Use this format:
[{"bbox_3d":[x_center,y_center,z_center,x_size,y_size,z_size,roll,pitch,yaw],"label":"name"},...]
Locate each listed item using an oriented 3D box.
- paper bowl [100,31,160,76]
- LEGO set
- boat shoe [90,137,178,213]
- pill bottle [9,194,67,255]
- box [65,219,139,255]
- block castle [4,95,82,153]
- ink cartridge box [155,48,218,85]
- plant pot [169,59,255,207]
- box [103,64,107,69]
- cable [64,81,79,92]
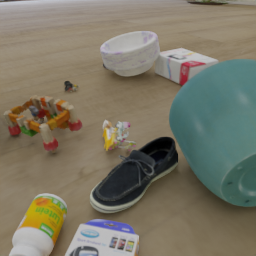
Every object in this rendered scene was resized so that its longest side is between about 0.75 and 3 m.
[{"bbox_3d":[0.148,-3.329,12.792,2.622,1.364,2.622,-12,34,8],"label":"paper bowl"},{"bbox_3d":[-0.256,0.250,7.841,0.682,0.843,1.834,9,-1,-16],"label":"LEGO set"},{"bbox_3d":[0.212,0.962,6.451,2.682,0.835,1.000,-28,42,-36],"label":"boat shoe"},{"bbox_3d":[-1.615,1.867,5.041,0.702,0.702,1.265,4,31,6],"label":"pill bottle"},{"bbox_3d":[-0.516,2.347,4.569,1.140,0.397,1.915,7,29,12],"label":"box"},{"bbox_3d":[-2.475,-0.137,8.216,2.052,0.963,1.371,16,43,34],"label":"block castle"},{"bbox_3d":[2.531,-2.732,12.490,1.706,0.990,2.312,-18,36,-28],"label":"ink cartridge box"},{"bbox_3d":[2.455,0.268,5.959,2.744,2.744,2.202,-3,39,-5],"label":"plant pot"},{"bbox_3d":[-0.785,-3.129,13.984,0.803,0.145,0.574,-15,34,-22],"label":"box"},{"bbox_3d":[-2.458,-1.696,11.619,0.539,0.279,1.109,-34,29,-19],"label":"cable"}]
